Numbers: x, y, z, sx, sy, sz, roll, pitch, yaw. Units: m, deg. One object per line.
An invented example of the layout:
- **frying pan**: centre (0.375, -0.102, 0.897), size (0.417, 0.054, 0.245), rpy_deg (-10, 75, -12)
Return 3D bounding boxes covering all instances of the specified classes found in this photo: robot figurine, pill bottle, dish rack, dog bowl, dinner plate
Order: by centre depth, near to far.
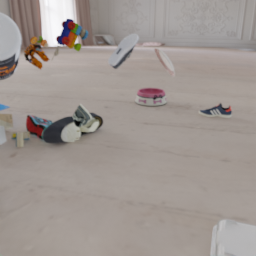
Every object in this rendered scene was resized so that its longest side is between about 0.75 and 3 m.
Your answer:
- **dish rack**: centre (2.577, 2.417, 5.605), size (1.729, 0.376, 1.484), rpy_deg (6, 23, 18)
- **pill bottle**: centre (-4.476, -2.528, 9.396), size (1.577, 1.577, 2.969), rpy_deg (-10, -2, -24)
- **robot figurine**: centre (-3.493, -2.734, 10.568), size (1.088, 0.789, 0.317), rpy_deg (42, 1, 19)
- **dinner plate**: centre (1.465, -2.591, 10.937), size (0.163, 1.349, 1.349), rpy_deg (-34, 25, 2)
- **dog bowl**: centre (1.281, -1.759, 15.720), size (1.811, 0.668, 1.811), rpy_deg (1, 21, 0)

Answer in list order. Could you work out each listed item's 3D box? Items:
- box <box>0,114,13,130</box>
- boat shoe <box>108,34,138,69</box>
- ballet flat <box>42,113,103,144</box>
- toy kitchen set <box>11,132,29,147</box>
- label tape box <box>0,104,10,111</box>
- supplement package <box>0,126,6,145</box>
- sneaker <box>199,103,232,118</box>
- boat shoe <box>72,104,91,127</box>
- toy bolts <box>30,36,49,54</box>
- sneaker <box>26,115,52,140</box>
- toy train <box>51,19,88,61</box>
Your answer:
- **box**: centre (-5.488, -0.231, 11.196), size (0.718, 0.588, 1.512), rpy_deg (-12, -7, 37)
- **boat shoe**: centre (-0.143, -3.638, 13.459), size (0.684, 1.907, 0.646), rpy_deg (40, 2, 33)
- **ballet flat**: centre (-2.003, 0.002, 10.966), size (1.011, 1.011, 2.766), rpy_deg (15, 24, 34)
- **toy kitchen set**: centre (-4.236, 0.424, 10.650), size (0.726, 0.534, 0.906), rpy_deg (1, 2, 3)
- **label tape box**: centre (-6.614, -0.360, 11.962), size (1.845, 0.810, 2.559), rpy_deg (16, 27, 36)
- **supplement package**: centre (-5.129, 0.387, 10.336), size (0.635, 0.633, 1.083), rpy_deg (5, 22, 13)
- **sneaker**: centre (4.227, -0.891, 13.559), size (1.520, 0.642, 0.570), rpy_deg (4, 22, 10)
- **boat shoe**: centre (-1.309, -0.285, 7.732), size (0.396, 0.467, 1.283), rpy_deg (-40, -3, -15)
- **toy bolts**: centre (-4.352, -3.952, 13.615), size (0.589, 0.849, 0.811), rpy_deg (41, 24, 10)
- **sneaker**: centre (-3.496, -0.007, 11.490), size (1.880, 0.745, 0.898), rpy_deg (28, 22, 37)
- **toy train**: centre (-2.762, -3.945, 13.261), size (1.198, 2.071, 0.877), rpy_deg (18, 8, -43)
